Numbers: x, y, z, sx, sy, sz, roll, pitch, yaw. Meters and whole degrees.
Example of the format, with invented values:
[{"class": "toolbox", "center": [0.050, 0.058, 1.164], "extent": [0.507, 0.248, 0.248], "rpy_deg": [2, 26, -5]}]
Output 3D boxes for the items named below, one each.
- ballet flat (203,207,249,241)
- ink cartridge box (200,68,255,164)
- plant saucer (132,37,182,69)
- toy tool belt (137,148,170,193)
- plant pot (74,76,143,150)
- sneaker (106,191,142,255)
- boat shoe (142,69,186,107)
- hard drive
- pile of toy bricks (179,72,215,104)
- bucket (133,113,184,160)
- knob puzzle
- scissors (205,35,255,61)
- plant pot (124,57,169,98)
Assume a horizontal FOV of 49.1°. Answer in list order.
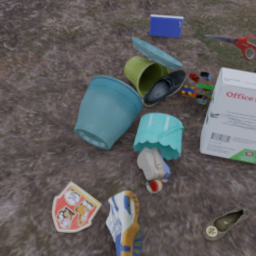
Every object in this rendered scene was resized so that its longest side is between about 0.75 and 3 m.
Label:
[{"class": "ballet flat", "center": [3.096, 2.943, 8.769], "extent": [1.750, 0.406, 0.590], "rpy_deg": [-21, 53, -17]}, {"class": "ink cartridge box", "center": [3.922, -0.359, 9.736], "extent": [2.178, 2.984, 1.254], "rpy_deg": [12, 40, 8]}, {"class": "plant saucer", "center": [1.158, -3.057, 11.677], "extent": [2.369, 0.325, 2.369], "rpy_deg": [26, 22, -11]}, {"class": "toy tool belt", "center": [1.041, 1.413, 9.652], "extent": [0.968, 0.983, 1.574], "rpy_deg": [0, 53, -31]}, {"class": "plant pot", "center": [-0.873, -0.431, 10.569], "extent": [2.251, 2.251, 2.115], "rpy_deg": [20, 68, 16]}, {"class": "sneaker", "center": [-0.187, 3.072, 8.496], "extent": [0.968, 0.827, 2.197], "rpy_deg": [-23, 49, 32]}, {"class": "boat shoe", "center": [1.579, -1.776, 11.927], "extent": [2.283, 0.757, 0.853], "rpy_deg": [-33, 85, -4]}, {"class": "hard drive", "center": [2.083, -5.593, 15.470], "extent": [1.736, 1.145, 0.220], "rpy_deg": [6, 49, 5]}, {"class": "pile of toy bricks", "center": [3.544, -1.520, 12.090], "extent": [2.376, 1.173, 1.318], "rpy_deg": [22, 83, 44]}, {"class": "bucket", "center": [1.102, 0.328, 9.943], "extent": [1.785, 1.785, 1.161], "rpy_deg": [10, 69, 8]}, {"class": "knob puzzle", "center": [-1.731, 2.599, 8.745], "extent": [1.561, 0.216, 1.561], "rpy_deg": [5, 69, -14]}, {"class": "scissors", "center": [4.327, -3.580, 11.319], "extent": [2.639, 0.965, 0.184], "rpy_deg": [19, 15, -21]}, {"class": "plant pot", "center": [0.686, -2.430, 12.639], "extent": [1.727, 1.727, 1.588], "rpy_deg": [-26, 43, -20]}]
